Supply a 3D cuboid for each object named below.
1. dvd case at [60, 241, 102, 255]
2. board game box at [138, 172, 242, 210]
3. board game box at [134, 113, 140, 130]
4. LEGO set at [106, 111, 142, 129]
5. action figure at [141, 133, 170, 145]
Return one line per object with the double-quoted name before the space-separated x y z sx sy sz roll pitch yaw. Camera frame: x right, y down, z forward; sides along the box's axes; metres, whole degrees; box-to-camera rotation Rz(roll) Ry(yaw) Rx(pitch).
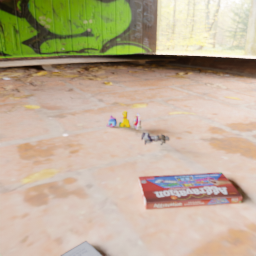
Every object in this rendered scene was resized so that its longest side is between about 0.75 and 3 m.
"dvd case" -0.819 3.013 5.322 1.346 0.166 1.887 -17 27 -39
"board game box" 1.759 1.831 8.367 2.733 0.266 1.407 -2 22 -6
"board game box" 0.339 -0.311 12.544 0.162 0.655 0.830 8 18 -13
"LEGO set" -0.264 -0.401 13.132 1.785 0.733 0.681 4 -6 21
"action figure" 1.095 0.436 10.683 1.171 0.406 0.762 0 -24 36
